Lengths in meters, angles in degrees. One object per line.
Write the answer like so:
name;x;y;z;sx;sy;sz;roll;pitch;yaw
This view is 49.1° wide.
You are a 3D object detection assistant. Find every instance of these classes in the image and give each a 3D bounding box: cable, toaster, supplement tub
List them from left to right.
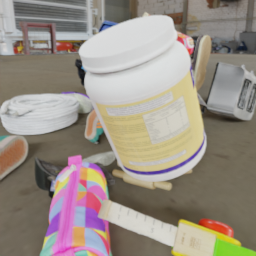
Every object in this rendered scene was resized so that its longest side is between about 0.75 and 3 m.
cable;-3.137;-0.576;10.142;2.734;0.946;2.733;-7;19;-22
supplement tub;0.342;-0.517;5.460;1.972;2.713;1.972;-14;34;10
toaster;3.785;-1.212;10.169;1.202;2.026;1.832;20;8;43

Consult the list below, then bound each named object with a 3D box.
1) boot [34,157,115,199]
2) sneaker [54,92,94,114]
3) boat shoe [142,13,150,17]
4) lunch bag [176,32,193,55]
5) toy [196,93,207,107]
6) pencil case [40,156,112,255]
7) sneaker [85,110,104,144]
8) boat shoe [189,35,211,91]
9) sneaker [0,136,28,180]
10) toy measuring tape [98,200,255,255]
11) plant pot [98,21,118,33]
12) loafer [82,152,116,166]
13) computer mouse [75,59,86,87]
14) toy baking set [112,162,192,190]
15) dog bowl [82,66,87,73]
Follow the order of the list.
boot;-1.230;1.022;6.240;1.400;0.557;1.608;-10;27;-38
sneaker;-2.263;-1.216;12.186;2.326;0.809;1.157;10;21;28
boat shoe;0.280;-3.085;9.876;0.620;1.982;0.706;35;4;-17
lunch bag;1.934;-2.903;11.875;0.875;2.135;1.881;-16;39;-33
toy;1.154;-1.605;8.670;0.639;2.705;1.558;-40;18;5
pencil case;-0.775;1.390;4.275;1.078;1.078;2.439;-3;20;-8
sneaker;-0.975;-0.057;8.499;0.436;0.488;1.221;-13;48;27
boat shoe;2.167;-2.082;9.111;0.693;2.138;0.769;30;63;24
sneaker;-3.405;0.844;6.187;1.053;0.941;2.636;-2;14;16
toy measuring tape;0.699;1.534;3.837;2.269;0.835;0.835;18;22;7
plant pot;-0.609;-3.183;9.891;0.949;0.853;0.949;8;-9;-16
loafer;-0.766;0.800;6.992;1.051;0.367;0.367;-16;32;-38
computer mouse;-1.072;-2.517;13.475;2.898;1.589;0.636;4;52;4
toy baking set;0.475;0.654;6.481;2.279;0.265;1.749;4;40;32
dog bowl;-0.858;-2.251;9.288;1.446;0.358;0.806;-29;27;16
